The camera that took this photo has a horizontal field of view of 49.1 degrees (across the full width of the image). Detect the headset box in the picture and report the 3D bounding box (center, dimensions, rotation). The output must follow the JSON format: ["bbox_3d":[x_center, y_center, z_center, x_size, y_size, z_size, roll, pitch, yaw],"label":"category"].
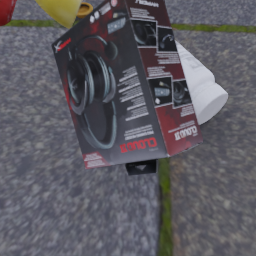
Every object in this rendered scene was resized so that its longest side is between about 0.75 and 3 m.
[{"bbox_3d":[-0.082,-0.580,5.283,1.149,2.214,2.975,-14,90,-44],"label":"headset box"}]

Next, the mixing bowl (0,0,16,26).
[{"bbox_3d":[-2.617,-2.516,5.529,0.691,1.276,1.276,16,55,-28],"label":"mixing bowl"}]

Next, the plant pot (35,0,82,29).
[{"bbox_3d":[-1.900,-3.732,7.625,1.172,1.651,1.651,16,57,-23],"label":"plant pot"}]

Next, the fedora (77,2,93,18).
[{"bbox_3d":[-1.811,-4.613,11.095,0.855,0.349,0.855,-1,60,1],"label":"fedora"}]

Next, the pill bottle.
[{"bbox_3d":[1.630,-1.445,8.566,1.505,1.505,2.655,-31,64,-17],"label":"pill bottle"}]
